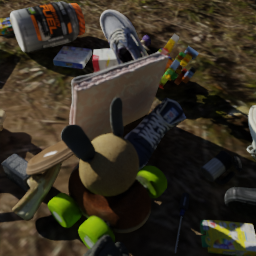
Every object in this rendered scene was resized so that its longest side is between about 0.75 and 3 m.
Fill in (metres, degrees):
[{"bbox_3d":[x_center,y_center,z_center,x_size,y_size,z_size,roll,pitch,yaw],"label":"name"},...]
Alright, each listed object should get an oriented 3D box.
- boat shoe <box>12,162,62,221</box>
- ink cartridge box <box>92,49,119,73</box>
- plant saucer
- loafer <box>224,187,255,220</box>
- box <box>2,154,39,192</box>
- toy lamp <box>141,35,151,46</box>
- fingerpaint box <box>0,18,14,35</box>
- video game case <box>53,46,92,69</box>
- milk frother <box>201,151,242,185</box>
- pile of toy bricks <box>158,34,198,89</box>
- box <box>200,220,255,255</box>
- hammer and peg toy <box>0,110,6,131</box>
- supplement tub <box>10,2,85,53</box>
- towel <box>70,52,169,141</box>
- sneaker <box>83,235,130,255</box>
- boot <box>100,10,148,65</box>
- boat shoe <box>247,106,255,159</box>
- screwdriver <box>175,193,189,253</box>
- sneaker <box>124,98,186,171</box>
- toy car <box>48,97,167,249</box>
[{"bbox_3d":[-2.056,1.325,6.373,0.511,0.570,1.539,32,77,-12],"label":"boat shoe"},{"bbox_3d":[-0.740,-2.401,10.241,0.989,0.715,0.719,-2,46,3],"label":"ink cartridge box"},{"bbox_3d":[-1.703,0.604,6.489,1.474,0.217,1.474,-24,13,6],"label":"plant saucer"},{"bbox_3d":[3.091,1.585,6.097,2.275,0.773,0.799,14,54,-14],"label":"loafer"},{"bbox_3d":[-2.661,1.132,7.016,0.816,0.606,0.437,27,49,22],"label":"box"},{"bbox_3d":[0.162,-3.196,11.162,1.682,0.490,0.490,-30,54,-27],"label":"toy lamp"},{"bbox_3d":[-5.509,-4.574,12.572,0.750,0.330,0.899,-18,49,-16],"label":"fingerpaint box"},{"bbox_3d":[-2.139,-2.752,10.898,1.176,0.267,1.066,10,47,9],"label":"video game case"},{"bbox_3d":[2.319,0.978,6.903,0.724,0.770,0.695,-37,68,-11],"label":"milk frother"},{"bbox_3d":[1.354,-1.822,8.987,1.344,2.422,1.196,36,87,1],"label":"pile of toy bricks"},{"bbox_3d":[2.147,2.381,6.067,1.148,0.278,0.674,6,41,3],"label":"box"},{"bbox_3d":[-4.569,0.525,7.367,2.049,0.982,2.785,1,47,-1],"label":"hammer and peg toy"},{"bbox_3d":[-3.164,-4.093,11.242,2.615,1.602,1.602,-23,51,-20],"label":"supplement tub"},{"bbox_3d":[-0.331,-0.680,7.352,2.645,2.527,0.426,-25,64,-26],"label":"towel"},{"bbox_3d":[-0.142,2.489,4.295,1.317,2.902,1.102,39,84,23],"label":"sneaker"},{"bbox_3d":[-0.203,-2.917,9.366,2.817,1.025,1.273,54,22,8],"label":"boot"},{"bbox_3d":[3.805,0.461,7.344,1.110,0.917,2.966,1,37,0],"label":"boat shoe"},{"bbox_3d":[1.182,2.111,6.388,0.213,0.205,1.467,35,48,-7],"label":"screwdriver"},{"bbox_3d":[0.678,0.062,7.071,0.821,1.271,2.344,45,39,-6],"label":"sneaker"},{"bbox_3d":[-0.549,0.757,5.773,2.082,2.639,2.168,23,46,36],"label":"toy car"}]
